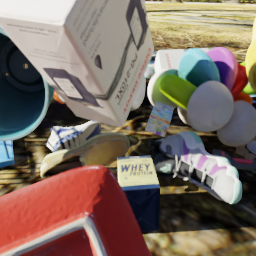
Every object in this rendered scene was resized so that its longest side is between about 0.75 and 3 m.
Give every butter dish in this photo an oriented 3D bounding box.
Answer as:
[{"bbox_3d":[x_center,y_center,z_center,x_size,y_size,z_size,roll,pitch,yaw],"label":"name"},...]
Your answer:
[{"bbox_3d":[-1.010,2.104,3.014,2.617,1.940,2.624,-19,77,-21],"label":"butter dish"}]

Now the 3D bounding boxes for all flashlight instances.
[{"bbox_3d":[2.630,0.778,6.660,1.251,0.424,0.425,4,34,10],"label":"flashlight"}]

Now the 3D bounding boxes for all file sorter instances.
[{"bbox_3d":[-4.210,0.121,6.739,2.437,1.495,1.691,-11,32,-20],"label":"file sorter"}]

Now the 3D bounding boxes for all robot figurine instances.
[{"bbox_3d":[4.201,-1.595,9.779,0.925,1.403,1.599,-33,5,-29],"label":"robot figurine"}]

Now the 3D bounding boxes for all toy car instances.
[{"bbox_3d":[2.138,-0.979,7.305,2.844,2.132,2.489,23,9,-34],"label":"toy car"}]

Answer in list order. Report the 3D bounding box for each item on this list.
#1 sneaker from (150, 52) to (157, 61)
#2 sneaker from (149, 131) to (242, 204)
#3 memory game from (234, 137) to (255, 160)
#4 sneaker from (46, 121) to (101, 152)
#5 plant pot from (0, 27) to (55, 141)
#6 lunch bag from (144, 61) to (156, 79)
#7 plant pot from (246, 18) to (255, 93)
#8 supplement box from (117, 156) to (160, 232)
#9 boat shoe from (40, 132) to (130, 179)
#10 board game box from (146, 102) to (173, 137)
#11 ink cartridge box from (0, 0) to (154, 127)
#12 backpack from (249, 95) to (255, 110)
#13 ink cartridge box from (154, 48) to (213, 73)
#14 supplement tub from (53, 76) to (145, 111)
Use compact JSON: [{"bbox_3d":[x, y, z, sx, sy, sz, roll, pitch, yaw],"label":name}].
[{"bbox_3d":[2.059,-3.354,13.481,2.653,0.931,1.088,3,33,3],"label":"sneaker"},{"bbox_3d":[1.143,0.892,5.886,1.557,0.865,2.226,-8,28,-19],"label":"sneaker"},{"bbox_3d":[3.538,0.570,7.360,1.479,0.094,1.479,0,30,0],"label":"memory game"},{"bbox_3d":[-1.555,0.162,7.520,0.927,0.648,1.605,24,39,33],"label":"sneaker"},{"bbox_3d":[-2.430,-1.093,5.862,2.114,2.114,1.986,1,24,2],"label":"plant pot"},{"bbox_3d":[1.328,-2.673,12.614,1.542,0.594,1.237,0,29,1],"label":"lunch bag"},{"bbox_3d":[3.787,-1.965,6.584,2.041,2.041,1.920,3,53,6],"label":"plant pot"},{"bbox_3d":[0.172,1.212,5.250,0.675,1.005,1.004,-3,26,-4],"label":"supplement box"},{"bbox_3d":[-0.913,0.713,6.186,2.060,0.738,0.784,-22,15,-2],"label":"boat shoe"},{"bbox_3d":[0.701,-0.211,6.164,0.436,0.428,0.832,21,24,5],"label":"board game box"},{"bbox_3d":[-0.568,-1.591,4.891,1.214,2.879,2.084,15,70,19],"label":"ink cartridge box"},{"bbox_3d":[3.680,-0.598,8.628,1.052,0.708,0.961,3,26,35],"label":"backpack"},{"bbox_3d":[2.240,-1.857,9.987,2.372,0.985,1.739,-3,67,-7],"label":"ink cartridge box"},{"bbox_3d":[-0.990,-1.428,9.038,2.790,1.709,1.709,3,28,24],"label":"supplement tub"}]
